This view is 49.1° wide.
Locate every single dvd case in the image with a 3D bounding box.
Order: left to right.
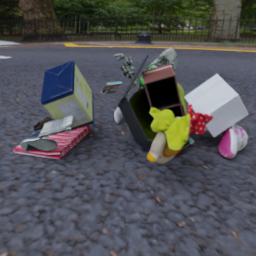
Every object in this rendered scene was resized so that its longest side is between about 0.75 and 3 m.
[{"bbox_3d":[-0.732,-1.686,11.895,0.689,0.104,0.944,-11,-14,-26],"label":"dvd case"}]

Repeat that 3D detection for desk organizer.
[{"bbox_3d":[1.297,-0.466,9.076,1.029,2.870,1.105,-14,26,9],"label":"desk organizer"}]

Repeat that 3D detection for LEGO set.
[{"bbox_3d":[0.219,-2.231,12.207,0.732,2.584,1.678,-27,57,5],"label":"LEGO set"}]

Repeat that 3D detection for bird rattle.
[{"bbox_3d":[1.266,0.165,7.867,1.257,1.819,2.231,36,20,22],"label":"bird rattle"}]

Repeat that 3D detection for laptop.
[{"bbox_3d":[0.440,-0.809,9.299,1.349,2.328,2.179,30,-7,-5],"label":"laptop"}]

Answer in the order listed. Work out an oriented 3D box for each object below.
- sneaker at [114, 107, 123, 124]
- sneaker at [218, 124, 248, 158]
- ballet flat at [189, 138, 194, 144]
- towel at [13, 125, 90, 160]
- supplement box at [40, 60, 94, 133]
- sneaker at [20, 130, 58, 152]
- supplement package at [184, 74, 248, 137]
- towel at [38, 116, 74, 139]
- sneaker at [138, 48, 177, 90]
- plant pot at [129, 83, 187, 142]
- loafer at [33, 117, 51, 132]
[{"bbox_3d":[-0.321,-0.664,12.367,0.436,0.398,1.064,3,57,19],"label":"sneaker"},{"bbox_3d":[3.780,0.428,9.854,0.872,0.804,1.977,27,39,5],"label":"sneaker"},{"bbox_3d":[2.080,0.508,10.345,0.809,0.281,0.281,11,24,42],"label":"ballet flat"},{"bbox_3d":[-2.779,0.386,10.662,1.902,0.296,2.630,5,24,16],"label":"towel"},{"bbox_3d":[-2.092,-1.091,9.991,1.153,1.715,1.717,-18,47,11],"label":"supplement box"},{"bbox_3d":[-2.918,0.413,9.775,1.333,0.507,0.963,0,22,15],"label":"sneaker"},{"bbox_3d":[3.065,-0.790,9.864,1.440,1.108,1.506,-36,38,13],"label":"supplement package"},{"bbox_3d":[-2.296,-0.060,8.999,1.066,0.191,1.107,-15,24,1],"label":"towel"},{"bbox_3d":[1.435,-2.636,12.805,1.024,2.624,1.118,32,-14,11],"label":"sneaker"},{"bbox_3d":[1.346,-0.923,11.004,2.236,2.236,2.153,8,29,18],"label":"plant pot"},{"bbox_3d":[-3.478,-0.156,11.327,0.856,0.305,0.312,-42,67,-7],"label":"loafer"}]
